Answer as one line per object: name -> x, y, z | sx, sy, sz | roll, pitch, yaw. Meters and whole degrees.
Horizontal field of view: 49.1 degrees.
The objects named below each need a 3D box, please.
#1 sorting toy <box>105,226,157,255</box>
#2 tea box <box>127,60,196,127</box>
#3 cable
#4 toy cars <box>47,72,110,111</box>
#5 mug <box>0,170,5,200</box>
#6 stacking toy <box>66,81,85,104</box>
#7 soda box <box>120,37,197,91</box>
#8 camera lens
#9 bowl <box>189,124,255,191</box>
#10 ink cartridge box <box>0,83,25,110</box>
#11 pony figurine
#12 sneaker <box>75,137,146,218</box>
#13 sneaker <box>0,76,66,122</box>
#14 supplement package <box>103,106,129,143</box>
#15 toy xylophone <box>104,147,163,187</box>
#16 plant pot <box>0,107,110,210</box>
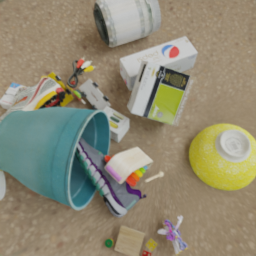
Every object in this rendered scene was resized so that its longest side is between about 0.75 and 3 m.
sorting toy -> 0.105, 3.443, 8.472 | 1.530, 0.259, 0.737 | 15, 82, 13
tea box -> 1.099, -1.222, 9.746 | 1.761, 1.196, 1.790 | 17, 103, -11
cable -> -1.884, -2.130, 10.426 | 0.806, 0.417, 1.659 | 36, 41, -5
toy cars -> -1.960, -1.328, 10.851 | 2.767, 0.613, 1.241 | 11, 94, 4
mug -> -4.852, 1.564, 8.405 | 1.964, 2.392, 1.916 | -3, 15, -41
stacking toy -> -1.871, -1.349, 10.619 | 0.356, 0.842, 0.762 | -46, 55, -8
soda box -> 1.212, -2.618, 11.344 | 2.998, 0.954, 1.021 | -21, 65, -11
camera lens -> -0.101, -4.597, 11.674 | 2.429, 1.943, 1.943 | -20, 64, -8
bowl -> 3.376, 0.775, 9.399 | 2.423, 1.304, 2.423 | 0, 63, 0
ink cartridge box -> -4.359, -1.159, 10.854 | 0.735, 0.424, 1.013 | 17, 61, 7
pony figurine -> 1.330, 3.148, 8.286 | 0.871, 1.010, 1.046 | -23, 62, -13
sneaker -> -0.658, 1.377, 9.155 | 1.279, 1.087, 2.922 | -31, 81, -19
sneaker -> -3.699, -0.767, 10.144 | 2.862, 1.114, 1.176 | -37, 76, -10
supplement package -> -0.561, -0.123, 10.170 | 0.984, 0.741, 0.747 | 30, 67, 15
toy xylophone -> 0.229, 1.253, 8.889 | 1.490, 2.035, 0.511 | 45, 115, 26
plant pot -> -2.384, 0.693, 8.663 | 2.818, 2.999, 2.999 | 11, 63, 13
